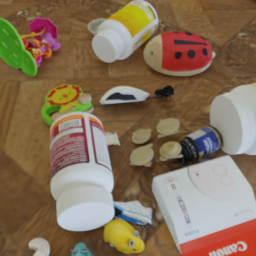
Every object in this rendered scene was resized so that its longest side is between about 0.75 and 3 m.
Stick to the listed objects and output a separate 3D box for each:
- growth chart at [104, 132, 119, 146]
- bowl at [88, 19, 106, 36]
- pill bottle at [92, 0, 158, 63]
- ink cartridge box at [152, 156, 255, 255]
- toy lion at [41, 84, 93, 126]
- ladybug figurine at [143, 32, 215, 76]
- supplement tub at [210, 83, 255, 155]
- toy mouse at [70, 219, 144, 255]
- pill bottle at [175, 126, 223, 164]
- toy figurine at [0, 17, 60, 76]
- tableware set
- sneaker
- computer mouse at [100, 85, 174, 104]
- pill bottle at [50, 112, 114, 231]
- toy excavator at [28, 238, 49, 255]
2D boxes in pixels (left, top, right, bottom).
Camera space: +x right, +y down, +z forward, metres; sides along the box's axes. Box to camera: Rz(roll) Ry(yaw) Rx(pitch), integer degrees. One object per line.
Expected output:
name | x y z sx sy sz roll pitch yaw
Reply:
growth chart | -0.655 0.330 8.058 0.762 0.068 0.551 -7 48 -6
bowl | -1.163 -4.076 11.670 0.977 0.458 0.977 -3 53 4
pill bottle | -0.124 -3.611 10.583 1.500 1.500 2.746 25 53 21
ink cartridge box | 1.956 1.988 6.244 2.092 0.734 2.574 -14 46 -12
toy lion | -2.029 -0.746 8.768 1.602 0.574 1.671 26 53 30
ladybug figurine | 1.858 -2.737 9.983 2.578 0.927 1.750 -2 66 -5
supplement tub | 3.713 -0.316 7.424 2.554 1.857 1.857 -11 49 -9
toy mouse | -0.416 2.861 5.537 2.434 0.471 2.163 27 53 22
pill bottle | 1.837 0.475 7.496 1.237 0.692 0.692 -25 53 -17
toy figurine | -3.416 -3.239 10.455 2.344 1.760 2.157 44 49 7
tableware set | 0.732 0.373 7.516 1.408 0.196 1.686 -13 40 15
sneaker | 0.017 1.882 6.507 1.144 0.429 0.496 19 44 6
computer mouse | 0.224 -1.068 8.692 2.268 0.498 1.244 -5 7 -1
pill bottle | -1.108 0.940 6.564 1.401 1.401 2.557 -8 47 -7
toy excavator | -2.353 2.943 5.405 1.522 0.760 1.480 4 49 -13
